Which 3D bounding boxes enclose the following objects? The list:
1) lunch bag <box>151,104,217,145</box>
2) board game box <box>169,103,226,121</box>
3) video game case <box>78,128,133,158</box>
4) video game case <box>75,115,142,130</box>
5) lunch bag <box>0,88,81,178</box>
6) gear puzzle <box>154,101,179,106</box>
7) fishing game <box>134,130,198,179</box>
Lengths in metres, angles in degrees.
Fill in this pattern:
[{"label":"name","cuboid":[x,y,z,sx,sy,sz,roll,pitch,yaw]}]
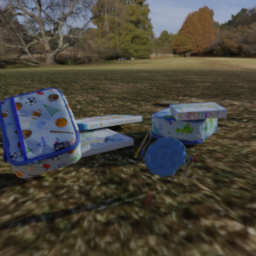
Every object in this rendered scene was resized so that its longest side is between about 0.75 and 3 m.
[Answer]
[{"label":"lunch bag","cuboid":[1.837,-0.177,9.105,1.772,0.909,2.205,10,20,30]},{"label":"board game box","cuboid":[2.006,-0.495,8.210,1.408,0.241,0.946,-3,18,-3]},{"label":"video game case","cuboid":[-1.210,0.374,8.393,2.063,0.227,1.880,-11,19,-36]},{"label":"video game case","cuboid":[-0.968,-0.228,10.049,2.444,0.218,1.749,-10,10,-38]},{"label":"lunch bag","cuboid":[-2.097,0.085,6.510,1.718,0.810,2.144,-15,54,-17]},{"label":"gear puzzle","cuboid":[1.948,-1.263,14.624,1.322,0.173,0.685,6,18,33]},{"label":"fishing game","cuboid":[0.731,0.571,5.515,1.195,0.856,0.186,21,13,-14]}]
